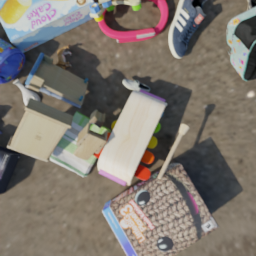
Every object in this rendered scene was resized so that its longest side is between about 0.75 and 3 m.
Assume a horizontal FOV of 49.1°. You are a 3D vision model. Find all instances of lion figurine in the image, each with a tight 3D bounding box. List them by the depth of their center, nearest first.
[{"bbox_3d":[-1.982,-2.053,8.368,0.537,0.318,0.877,-2,79,13],"label":"lion figurine"}]

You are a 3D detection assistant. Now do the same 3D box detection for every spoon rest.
[{"bbox_3d":[-3.010,-1.003,8.325,0.474,0.289,0.954,-37,98,-4],"label":"spoon rest"}]

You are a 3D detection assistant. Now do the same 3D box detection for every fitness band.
[{"bbox_3d":[0.140,-3.412,8.511,2.149,0.402,1.543,-7,81,-1],"label":"fitness band"}]

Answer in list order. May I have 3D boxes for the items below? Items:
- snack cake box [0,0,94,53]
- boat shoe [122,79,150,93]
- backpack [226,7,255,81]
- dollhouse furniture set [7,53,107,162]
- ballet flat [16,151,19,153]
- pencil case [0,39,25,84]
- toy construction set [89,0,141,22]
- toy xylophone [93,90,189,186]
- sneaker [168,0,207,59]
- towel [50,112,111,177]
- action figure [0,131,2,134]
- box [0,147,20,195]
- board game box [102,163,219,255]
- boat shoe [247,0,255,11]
[{"bbox_3d":[-2.430,-3.536,8.256,2.602,0.874,1.496,-28,83,-3],"label":"snack cake box"},{"bbox_3d":[0.260,-1.251,8.198,0.843,0.300,0.294,23,50,-13],"label":"boat shoe"},{"bbox_3d":[3.591,-2.296,7.627,1.700,1.934,1.482,-28,55,-1],"label":"backpack"},{"bbox_3d":[-1.880,-0.473,7.922,2.337,1.615,2.475,25,41,-21],"label":"dollhouse furniture set"},{"bbox_3d":[-2.831,0.300,8.153,1.183,0.406,0.373,-34,113,-1],"label":"ballet flat"},{"bbox_3d":[-4.512,-2.348,7.978,2.989,1.166,1.298,30,84,3],"label":"pencil case"},{"bbox_3d":[-0.171,-4.523,8.158,1.907,1.340,2.908,-7,70,18],"label":"toy construction set"},{"bbox_3d":[0.341,0.301,7.517,2.008,0.689,2.742,32,79,10],"label":"toy xylophone"},{"bbox_3d":[1.787,-2.999,8.115,0.839,0.744,1.985,8,84,45],"label":"sneaker"},{"bbox_3d":[-1.343,0.488,7.906,1.182,0.243,1.585,29,94,-11],"label":"towel"},{"bbox_3d":[-4.157,-0.095,8.091,0.949,0.513,0.981,-44,86,4],"label":"action figure"},{"bbox_3d":[-3.914,1.083,7.822,1.232,0.765,1.242,20,84,1],"label":"box"},{"bbox_3d":[0.794,2.324,7.485,2.349,1.138,1.873,-31,85,-4],"label":"board game box"},{"bbox_3d":[3.905,-3.919,8.494,0.565,0.488,1.556,8,84,1],"label":"boat shoe"}]
